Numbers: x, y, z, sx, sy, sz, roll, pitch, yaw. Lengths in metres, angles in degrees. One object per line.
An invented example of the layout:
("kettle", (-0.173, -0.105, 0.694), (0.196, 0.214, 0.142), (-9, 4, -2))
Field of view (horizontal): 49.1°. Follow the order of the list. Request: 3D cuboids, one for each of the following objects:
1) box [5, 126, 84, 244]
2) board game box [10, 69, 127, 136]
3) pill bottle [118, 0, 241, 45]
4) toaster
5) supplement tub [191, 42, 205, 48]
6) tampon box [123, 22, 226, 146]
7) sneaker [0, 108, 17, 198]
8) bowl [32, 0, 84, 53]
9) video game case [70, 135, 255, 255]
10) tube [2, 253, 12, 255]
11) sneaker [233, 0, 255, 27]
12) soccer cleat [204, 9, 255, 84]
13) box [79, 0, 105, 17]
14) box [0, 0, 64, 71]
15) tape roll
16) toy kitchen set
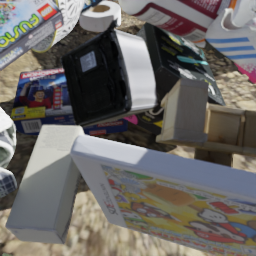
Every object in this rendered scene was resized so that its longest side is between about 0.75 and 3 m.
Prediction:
("box", (-0.959, 0.662, 3.572), (0.594, 0.494, 1.446), (3, 51, 7))
("board game box", (-1.498, -0.932, 7.437), (2.626, 0.810, 2.625), (-6, 44, -6))
("pill bottle", (0.721, -2.661, 5.237), (2.584, 1.475, 1.475), (11, 37, -31))
("toaster", (-0.301, -0.803, 4.604), (1.459, 1.319, 0.866), (-15, -3, 40))
("supplement tub", (2.128, -4.331, 9.983), (2.117, 2.117, 2.912), (-19, 48, -19))
("tampon box", (0.873, -1.137, 6.666), (1.795, 1.512, 2.395), (26, 38, -24))
("sneaker", (-2.115, 0.022, 3.925), (1.068, 1.014, 2.653), (-15, 45, -11))
("bowl", (-1.817, -3.195, 6.461), (1.241, 2.644, 2.644), (-27, 50, -35))
("video game case", (0.643, 0.897, 2.893), (2.160, 1.966, 0.247), (11, 57, 16))
("tube", (-1.906, 2.969, 3.600), (0.759, 0.679, 2.615), (41, 40, -17))
("sneaker", (2.964, -2.736, 5.758), (0.987, 2.703, 0.957), (46, 22, 10))
("soccer cleat", (2.163, -1.304, 4.729), (1.927, 0.832, 0.673), (42, 42, 21))
("box", (-1.528, -4.877, 7.931), (2.263, 2.848, 0.655), (-37, 34, -9))
("box", (-1.135, -0.807, 2.323), (1.072, 0.186, 0.590), (-43, 83, -14))
("tape roll", (-1.131, -4.505, 11.255), (1.700, 0.595, 1.700), (0, 44, 0))
("toy kitchen set", (1.221, 0.301, 3.551), (1.620, 1.461, 1.321), (8, 85, 0))
